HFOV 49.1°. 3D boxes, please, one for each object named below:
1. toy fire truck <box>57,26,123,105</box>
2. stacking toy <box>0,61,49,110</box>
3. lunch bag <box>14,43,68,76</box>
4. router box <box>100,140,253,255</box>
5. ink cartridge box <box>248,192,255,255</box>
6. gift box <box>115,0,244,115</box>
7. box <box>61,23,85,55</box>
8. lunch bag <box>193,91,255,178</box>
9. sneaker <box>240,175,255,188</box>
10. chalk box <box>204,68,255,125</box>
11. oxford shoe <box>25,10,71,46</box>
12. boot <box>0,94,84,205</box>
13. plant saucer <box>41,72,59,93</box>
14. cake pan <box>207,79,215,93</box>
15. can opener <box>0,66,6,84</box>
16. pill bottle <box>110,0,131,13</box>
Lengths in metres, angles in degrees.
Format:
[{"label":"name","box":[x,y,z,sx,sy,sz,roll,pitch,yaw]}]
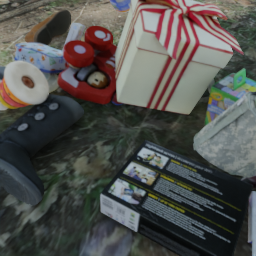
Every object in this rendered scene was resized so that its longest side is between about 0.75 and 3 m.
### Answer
[{"label":"toy fire truck","box":[-0.810,-1.836,9.129,2.324,1.552,2.768,32,51,5]},{"label":"stacking toy","box":[-3.335,-0.967,8.189,1.821,1.330,1.330,-29,32,33]},{"label":"lunch bag","box":[-2.911,-2.491,10.013,1.954,0.738,1.565,24,25,21]},{"label":"router box","box":[1.050,1.514,5.998,2.683,0.685,2.001,23,43,21]},{"label":"ink cartridge box","box":[3.254,2.164,5.684,1.509,0.333,1.537,13,48,13]},{"label":"gift box","box":[1.225,-2.107,7.879,2.734,2.766,2.963,5,49,-18]},{"label":"box","box":[-1.830,-2.966,9.404,0.281,1.065,1.366,23,17,-8]},{"label":"lunch bag","box":[2.412,0.119,5.798,1.473,1.757,1.224,14,51,-27]},{"label":"sneaker","box":[3.041,1.323,6.549,0.907,0.343,0.524,-15,49,-17]},{"label":"chalk box","box":[2.930,-0.729,7.617,1.080,1.736,1.075,-31,50,-28]},{"label":"oxford shoe","box":[-3.419,-4.384,12.055,0.942,0.943,2.643,15,47,24]},{"label":"boot","box":[-2.162,0.325,7.244,2.373,0.945,2.880,27,46,23]},{"label":"plant saucer","box":[-2.976,-1.630,9.613,1.251,0.314,1.251,0,43,0]},{"label":"cake pan","box":[2.533,-1.653,8.844,0.204,1.112,1.112,-15,42,15]},{"label":"can opener","box":[-4.456,-1.906,9.561,2.708,0.900,0.713,23,49,29]},{"label":"pill bottle","box":[-0.300,-4.225,8.513,0.798,1.424,0.798,-3,80,16]}]
